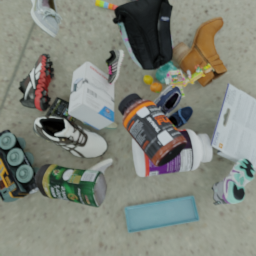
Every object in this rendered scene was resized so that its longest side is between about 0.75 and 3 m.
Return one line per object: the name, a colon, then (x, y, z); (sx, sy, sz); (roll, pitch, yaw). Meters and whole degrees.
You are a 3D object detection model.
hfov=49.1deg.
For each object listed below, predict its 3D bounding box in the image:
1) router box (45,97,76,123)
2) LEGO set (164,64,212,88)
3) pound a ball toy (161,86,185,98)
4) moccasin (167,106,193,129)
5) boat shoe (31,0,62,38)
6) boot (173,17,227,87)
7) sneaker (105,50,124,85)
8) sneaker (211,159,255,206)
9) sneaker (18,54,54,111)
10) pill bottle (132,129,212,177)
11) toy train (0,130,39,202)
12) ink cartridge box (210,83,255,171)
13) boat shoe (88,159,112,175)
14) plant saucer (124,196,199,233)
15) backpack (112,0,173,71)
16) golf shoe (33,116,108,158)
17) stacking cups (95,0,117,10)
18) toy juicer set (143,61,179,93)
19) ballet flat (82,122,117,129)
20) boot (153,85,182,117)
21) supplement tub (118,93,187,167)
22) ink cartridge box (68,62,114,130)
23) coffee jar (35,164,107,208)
router box: (-2.537, -0.386, 10.576); (0.994, 0.412, 1.326); (25, 74, 8)
LEGO set: (1.859, -1.760, 8.946); (1.535, 0.571, 0.706); (-15, 34, 25)
pound a ball toy: (1.632, -1.341, 10.039); (0.903, 0.384, 0.589); (-19, 113, 8)
moccasin: (1.784, -0.235, 10.399); (1.644, 0.561, 0.661); (-40, 79, -9)
boat shoe: (-2.696, -3.942, 9.329); (0.738, 0.848, 2.302); (-36, 52, 24)
boot: (3.259, -3.022, 11.112); (2.638, 1.012, 2.048); (-37, 72, -8)
sneaker: (-0.578, -2.150, 9.765); (0.542, 0.457, 1.239); (10, 106, -29)
sneaker: (3.283, 1.791, 9.184); (0.731, 1.315, 1.881); (50, 51, 0)
sneaker: (-3.570, -1.812, 10.807); (1.218, 0.881, 2.493); (0, 68, 4)
pill bottle: (1.464, 0.824, 9.601); (2.557, 1.438, 1.438); (-7, 71, -4)
toy train: (-4.067, 1.317, 9.717); (1.453, 1.087, 2.550); (-34, 74, -1)
ink cartridge box: (3.977, 0.013, 9.870); (2.429, 0.493, 2.424); (26, 75, -18)
boat shoe: (-1.106, 1.582, 9.909); (1.375, 0.495, 0.471); (-31, 95, -16)
plant saucer: (1.134, 2.944, 9.556); (2.448, 0.232, 0.856); (-9, 71, -4)
backpack: (0.749, -3.413, 10.328); (2.103, 1.595, 2.520); (-17, 108, 8)
golf shoe: (-1.936, 0.345, 9.666); (2.737, 1.293, 1.064); (19, 76, -13)
stacking cups: (-0.952, -5.384, 12.362); (0.992, 0.300, 0.300); (19, 72, 4)
toy juicer set: (1.282, -2.133, 11.156); (1.383, 0.592, 2.175); (-15, 52, 11)
ballet flat: (-1.028, -0.254, 10.343); (1.355, 0.457, 0.422); (7, 114, -10)
boot: (1.082, -0.582, 9.648); (0.732, 0.909, 2.013); (32, 109, -6)
supplement tub: (0.618, -0.018, 8.345); (1.193, 1.193, 2.230); (-34, 67, -11)
ink cartridge box: (-1.223, -1.111, 9.781); (0.825, 1.407, 1.922); (-29, 47, 32)
coffee jar: (-1.754, 1.729, 8.535); (2.082, 1.086, 0.888); (5, 44, 19)
